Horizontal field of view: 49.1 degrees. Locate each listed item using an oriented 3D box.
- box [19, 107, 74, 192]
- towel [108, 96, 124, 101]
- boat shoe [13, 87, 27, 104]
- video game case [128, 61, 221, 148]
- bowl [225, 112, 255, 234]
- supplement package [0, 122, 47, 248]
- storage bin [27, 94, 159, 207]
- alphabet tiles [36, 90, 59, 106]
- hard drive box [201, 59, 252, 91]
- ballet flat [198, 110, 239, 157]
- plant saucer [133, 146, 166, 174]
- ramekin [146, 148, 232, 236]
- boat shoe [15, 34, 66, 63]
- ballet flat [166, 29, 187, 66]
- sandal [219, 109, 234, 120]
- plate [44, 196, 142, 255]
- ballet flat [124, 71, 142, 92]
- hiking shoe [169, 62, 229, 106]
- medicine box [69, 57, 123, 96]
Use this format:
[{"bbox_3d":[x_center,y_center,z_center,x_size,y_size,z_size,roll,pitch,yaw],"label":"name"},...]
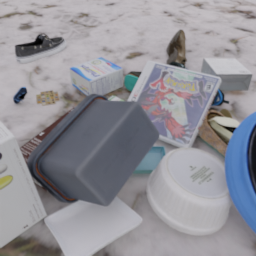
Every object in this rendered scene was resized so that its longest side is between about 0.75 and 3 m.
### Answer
[{"bbox_3d":[-1.550,0.419,6.575,1.006,0.752,2.008,18,46,34],"label":"box"},{"bbox_3d":[-0.281,-0.658,8.686,1.049,0.161,0.783,26,46,28],"label":"towel"},{"bbox_3d":[-3.363,-0.960,8.696,0.318,0.755,0.259,-19,72,-46],"label":"boat shoe"},{"bbox_3d":[1.052,-0.708,7.620,2.255,0.259,2.055,22,81,31],"label":"video game case"},{"bbox_3d":[3.209,0.834,5.026,2.875,0.564,2.875,3,68,-8],"label":"bowl"},{"bbox_3d":[-2.660,0.844,5.117,1.218,2.197,1.711,-32,48,-29],"label":"supplement package"},{"bbox_3d":[-0.493,0.503,5.520,1.539,1.668,2.292,2,46,52],"label":"storage bin"},{"bbox_3d":[-2.647,-0.992,9.213,0.715,0.027,0.859,-11,40,-14],"label":"alphabet tiles"},{"bbox_3d":[3.348,-1.878,9.701,1.226,0.604,1.573,1,32,-2],"label":"hard drive box"},{"bbox_3d":[2.755,0.465,6.638,0.961,0.950,2.824,-26,46,-27],"label":"ballet flat"},{"bbox_3d":[-0.272,0.796,6.823,2.409,0.229,0.842,0,38,-1],"label":"plant saucer"},{"bbox_3d":[1.294,1.148,5.638,1.768,0.823,1.768,9,36,-7],"label":"ramekin"},{"bbox_3d":[-3.647,-3.499,11.722,0.857,0.812,2.451,31,48,33],"label":"boat shoe"},{"bbox_3d":[2.051,-3.147,11.374,0.675,0.980,2.910,28,38,-12],"label":"ballet flat"},{"bbox_3d":[2.864,-0.035,7.838,0.387,0.347,1.054,-35,49,25],"label":"sandal"},{"bbox_3d":[-0.676,1.804,5.299,1.445,0.234,1.448,-23,27,-27],"label":"plate"},{"bbox_3d":[0.993,-1.163,8.742,0.953,0.947,2.786,-17,41,-32],"label":"ballet flat"},{"bbox_3d":[2.051,-1.342,9.163,1.136,0.975,2.620,15,25,-29],"label":"hiking shoe"},{"bbox_3d":[-1.070,-1.734,9.593,1.377,0.709,1.254,-28,46,-31],"label":"medicine box"}]
